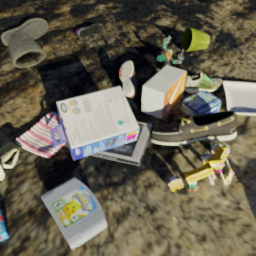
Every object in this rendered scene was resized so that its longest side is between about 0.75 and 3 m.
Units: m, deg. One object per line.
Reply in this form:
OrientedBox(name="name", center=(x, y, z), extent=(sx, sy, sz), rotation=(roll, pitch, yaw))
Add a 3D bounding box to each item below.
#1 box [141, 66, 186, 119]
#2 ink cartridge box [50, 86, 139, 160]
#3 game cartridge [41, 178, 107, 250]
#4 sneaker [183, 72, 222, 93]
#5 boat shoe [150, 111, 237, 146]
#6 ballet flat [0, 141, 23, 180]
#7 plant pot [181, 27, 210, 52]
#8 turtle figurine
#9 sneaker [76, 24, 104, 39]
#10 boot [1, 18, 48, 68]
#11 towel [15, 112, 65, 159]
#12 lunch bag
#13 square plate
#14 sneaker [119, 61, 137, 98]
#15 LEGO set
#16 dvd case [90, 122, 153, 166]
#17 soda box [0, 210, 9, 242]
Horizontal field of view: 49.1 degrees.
OrientedBox(name="box", center=(1.282, -1.307, 9.985), extent=(0.855, 1.091, 1.754), rotation=(23, 46, 25))
OrientedBox(name="ink cartridge box", center=(-1.070, -0.118, 8.076), extent=(2.340, 0.893, 1.597), rotation=(-16, 63, -15))
OrientedBox(name="game cartridge", center=(-1.240, 1.898, 6.572), extent=(1.060, 0.322, 1.589), rotation=(-26, 49, -28))
OrientedBox(name="sneaker", center=(2.911, -1.820, 10.848), extent=(1.675, 0.742, 0.644), rotation=(-10, 43, -12))
OrientedBox(name="boat shoe", center=(1.965, -0.033, 8.577), extent=(2.653, 0.799, 0.946), rotation=(-6, 24, -1))
OrientedBox(name="ballet flat", center=(-3.594, 1.041, 7.764), extent=(0.627, 0.624, 1.834), rotation=(21, 45, 7))
OrientedBox(name="plant pot", center=(3.260, -4.151, 13.357), extent=(1.057, 1.097, 1.097), rotation=(1, 40, -17))
OrientedBox(name="turtle figurine", center=(1.799, -3.213, 12.403), extent=(1.264, 0.850, 1.688), rotation=(43, 46, -14))
OrientedBox(name="sneaker", center=(-2.056, -5.241, 14.868), extent=(1.513, 0.573, 0.662), rotation=(-22, 41, -23))
OrientedBox(name="boot", center=(-4.540, -4.057, 13.159), extent=(2.589, 1.033, 2.848), rotation=(-35, 44, -15))
OrientedBox(name="towel", center=(-2.499, 0.147, 8.996), extent=(1.339, 0.274, 1.830), rotation=(20, 45, 20))
OrientedBox(name="lunch bag", center=(2.599, -0.793, 9.895), extent=(1.224, 0.505, 0.984), rotation=(-25, 50, -24))
OrientedBox(name="square plate", center=(4.567, -1.013, 10.288), extent=(2.030, 0.289, 2.011), rotation=(6, 42, 7))
OrientedBox(name="sneaker", center=(0.058, -1.786, 10.603), extent=(0.579, 0.615, 1.503), rotation=(-10, 71, 26))
OrientedBox(name="LEGO set", center=(2.164, 1.267, 7.586), extent=(2.237, 0.832, 1.029), rotation=(-34, 17, -26))
OrientedBox(name="dvd case", center=(-0.448, 0.314, 8.701), extent=(2.118, 0.262, 1.592), rotation=(11, 46, 14))
OrientedBox(name="soda box", center=(-3.091, 2.257, 6.622), extent=(0.286, 0.270, 0.843), rotation=(-22, 47, -22))
